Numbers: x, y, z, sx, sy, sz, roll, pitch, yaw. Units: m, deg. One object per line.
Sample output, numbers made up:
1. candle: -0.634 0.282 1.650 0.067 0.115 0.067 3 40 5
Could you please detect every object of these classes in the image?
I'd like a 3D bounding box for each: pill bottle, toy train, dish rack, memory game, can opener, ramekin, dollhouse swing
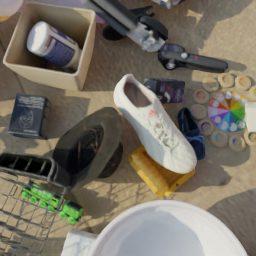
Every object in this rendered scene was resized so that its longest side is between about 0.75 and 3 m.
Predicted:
1. pill bottle: -1.714 -1.937 6.899 0.746 1.345 0.746 -13 68 35
2. toy train: -1.717 1.639 6.317 1.546 0.323 0.436 25 114 11
3. dish rack: -2.328 1.887 5.540 2.093 0.744 2.729 1 63 40
4. memory game: 2.644 -0.458 7.168 2.150 0.137 2.150 0 73 0
5. can opener: -0.029 -2.673 6.923 2.357 0.620 0.783 25 64 -30
6. ramekin: 0.591 2.548 4.567 2.579 1.354 2.579 0 71 1
7. pill bottle: -3.783 -2.903 6.554 2.667 1.552 1.552 -12 68 39
8. dollhouse swing: 0.776 0.768 6.251 1.141 1.104 1.256 -39 77 -3
9. can opener: 1.678 -1.763 7.321 1.883 0.597 0.740 13 87 3

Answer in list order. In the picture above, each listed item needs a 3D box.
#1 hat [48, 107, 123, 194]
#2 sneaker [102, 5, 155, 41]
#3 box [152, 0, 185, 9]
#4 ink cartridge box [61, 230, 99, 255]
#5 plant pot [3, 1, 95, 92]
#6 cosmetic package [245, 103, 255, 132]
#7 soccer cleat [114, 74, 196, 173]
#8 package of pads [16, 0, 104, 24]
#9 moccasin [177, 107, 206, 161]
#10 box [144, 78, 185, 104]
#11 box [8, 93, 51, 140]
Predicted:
1. hat: -0.769 0.628 6.320 2.246 0.906 2.246 -28 42 29
2. sneaker: 0.024 -2.911 7.713 1.554 0.467 0.810 -19 38 7
3. box: 1.051 -4.133 7.709 1.600 0.487 1.985 -34 56 -20
4. ink cartridge box: -0.280 3.187 5.605 2.284 0.960 1.667 14 73 5
5. plant pot: -1.689 -1.794 6.857 1.682 1.491 1.684 10 74 5
6. cosmetic package: 3.582 -0.308 6.394 1.633 0.859 0.580 -4 100 18
7. soccer cleat: 0.563 -0.070 6.080 0.872 0.976 2.516 -36 78 -22
8. package of pads: -1.885 -3.842 7.526 2.880 1.090 1.735 9 59 3
9. moccasin: 1.496 0.137 6.816 0.541 0.458 1.344 -20 74 -6
10. box: 0.868 -0.908 6.842 0.906 0.481 0.554 -5 110 -33
11. box: -2.391 -0.264 6.878 0.740 0.534 0.997 7 75 1
